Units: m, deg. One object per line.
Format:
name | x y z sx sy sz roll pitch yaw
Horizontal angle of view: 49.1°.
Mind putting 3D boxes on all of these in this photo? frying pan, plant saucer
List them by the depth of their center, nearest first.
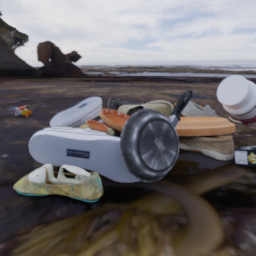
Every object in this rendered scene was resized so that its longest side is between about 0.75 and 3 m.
frying pan | 0.959 0.201 6.498 2.709 1.639 0.441 -24 10 -33
plant saucer | -1.014 -0.043 9.095 0.760 0.123 0.760 20 18 -7
plant saucer | 2.136 -0.091 9.560 2.834 0.457 2.834 -2 4 0
plant saucer | -0.270 -0.211 10.664 1.760 0.284 1.760 21 18 -7

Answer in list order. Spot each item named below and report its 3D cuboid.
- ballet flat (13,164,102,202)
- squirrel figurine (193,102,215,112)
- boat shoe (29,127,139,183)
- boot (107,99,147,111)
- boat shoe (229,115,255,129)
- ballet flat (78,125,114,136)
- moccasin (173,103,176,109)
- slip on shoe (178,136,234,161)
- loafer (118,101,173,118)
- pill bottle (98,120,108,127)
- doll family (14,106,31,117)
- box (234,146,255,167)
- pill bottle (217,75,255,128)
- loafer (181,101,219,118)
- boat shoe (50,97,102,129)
ballet flat | -1.472 1.069 5.802 1.977 0.699 0.699 3 14 15
squirrel figurine | 3.377 -0.562 12.660 1.059 0.803 1.135 10 28 -3
boat shoe | -0.762 0.467 6.560 2.881 1.060 0.942 15 21 -3
boot | 0.337 -0.906 13.389 2.357 0.937 2.708 6 17 13
boat shoe | 5.192 -0.516 12.090 0.854 0.751 2.399 -1 13 -7
ballet flat | -1.191 0.163 9.981 1.379 0.487 0.487 5 15 12
moccasin | 2.708 -1.045 14.340 1.807 0.698 0.661 -5 15 -19
slip on shoe | 2.217 0.383 8.570 0.835 0.665 2.196 -9 16 -32
loafer | 0.837 -0.627 12.217 2.550 0.965 0.871 -9 15 -11
pill bottle | -1.014 -0.057 10.794 0.471 0.471 0.814 1 13 6
doll family | -5.144 -0.736 13.772 0.751 0.546 1.211 -14 0 -22
box | 4.075 0.625 7.059 2.116 0.487 1.682 -6 -2 -23
pill bottle | 4.281 -0.943 10.284 1.324 1.324 2.319 15 -7 46
loafer | 3.176 -0.549 11.413 2.115 0.738 0.740 25 19 27
boat shoe | -1.907 -0.379 11.116 0.976 0.867 2.653 13 33 37
